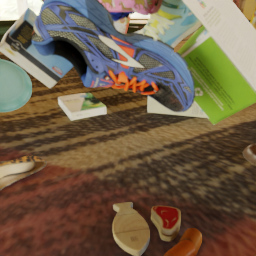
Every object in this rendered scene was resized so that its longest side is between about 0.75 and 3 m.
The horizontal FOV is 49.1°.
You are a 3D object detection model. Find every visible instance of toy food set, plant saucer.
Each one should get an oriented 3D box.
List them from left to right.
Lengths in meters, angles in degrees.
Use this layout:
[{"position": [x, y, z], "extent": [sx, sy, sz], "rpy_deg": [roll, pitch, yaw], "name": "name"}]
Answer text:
[{"position": [-1.865, -0.626, 4.056], "extent": [0.891, 0.891, 0.160], "rpy_deg": [-8, 42, -15], "name": "plant saucer"}, {"position": [0.544, 1.804, 3.834], "extent": [1.490, 0.369, 2.344], "rpy_deg": [-1, 18, -4], "name": "toy food set"}, {"position": [3.230, 0.611, 6.469], "extent": [1.058, 0.170, 1.058], "rpy_deg": [0, 27, 0], "name": "plant saucer"}]

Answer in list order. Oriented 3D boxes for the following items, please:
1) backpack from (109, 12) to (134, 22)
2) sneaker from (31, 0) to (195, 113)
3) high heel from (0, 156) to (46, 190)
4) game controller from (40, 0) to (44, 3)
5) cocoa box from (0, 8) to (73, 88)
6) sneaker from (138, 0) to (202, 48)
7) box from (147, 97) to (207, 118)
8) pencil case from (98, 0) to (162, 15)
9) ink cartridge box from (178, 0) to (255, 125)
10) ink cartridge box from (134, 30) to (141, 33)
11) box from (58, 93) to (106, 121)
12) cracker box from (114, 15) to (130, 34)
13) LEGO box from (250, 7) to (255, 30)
[{"position": [-0.232, -4.484, 9.807], "extent": [1.314, 1.272, 1.566], "rpy_deg": [-43, 22, -23], "name": "backpack"}, {"position": [-0.224, -0.943, 4.298], "extent": [2.742, 1.033, 1.075], "rpy_deg": [30, 68, -7], "name": "sneaker"}, {"position": [-2.229, 0.905, 5.411], "extent": [1.009, 0.506, 1.416], "rpy_deg": [-6, 17, 3], "name": "high heel"}, {"position": [-1.663, -4.120, 8.285], "extent": [2.091, 0.440, 1.091], "rpy_deg": [-3, 19, 35], "name": "game controller"}, {"position": [-2.352, -2.107, 7.466], "extent": [1.071, 1.633, 1.089], "rpy_deg": [-39, 36, 16], "name": "cocoa box"}, {"position": [0.764, -2.674, 6.950], "extent": [2.909, 1.899, 1.157], "rpy_deg": [-45, 72, -2], "name": "sneaker"}, {"position": [1.676, -1.099, 8.961], "extent": [1.941, 1.057, 1.241], "rpy_deg": [6, 26, 13], "name": "box"}, {"position": [-0.227, -2.719, 5.652], "extent": [1.861, 0.805, 0.771], "rpy_deg": [12, 50, 26], "name": "pencil case"}, {"position": [1.405, -1.850, 5.418], "extent": [1.082, 2.857, 2.111], "rpy_deg": [-36, 10, 44], "name": "ink cartridge box"}, {"position": [0.389, -3.443, 11.245], "extent": [0.176, 0.797, 0.812], "rpy_deg": [-4, 23, 45], "name": "ink cartridge box"}, {"position": [-1.525, -0.741, 9.118], "extent": [1.155, 0.291, 1.600], "rpy_deg": [-13, 29, -24], "name": "box"}, {"position": [-0.649, -4.235, 11.272], "extent": [1.294, 0.867, 0.373], "rpy_deg": [8, 41, -15], "name": "cracker box"}, {"position": [3.992, -2.702, 7.086], "extent": [1.055, 2.735, 2.037], "rpy_deg": [5, 43, 2], "name": "LEGO box"}]
